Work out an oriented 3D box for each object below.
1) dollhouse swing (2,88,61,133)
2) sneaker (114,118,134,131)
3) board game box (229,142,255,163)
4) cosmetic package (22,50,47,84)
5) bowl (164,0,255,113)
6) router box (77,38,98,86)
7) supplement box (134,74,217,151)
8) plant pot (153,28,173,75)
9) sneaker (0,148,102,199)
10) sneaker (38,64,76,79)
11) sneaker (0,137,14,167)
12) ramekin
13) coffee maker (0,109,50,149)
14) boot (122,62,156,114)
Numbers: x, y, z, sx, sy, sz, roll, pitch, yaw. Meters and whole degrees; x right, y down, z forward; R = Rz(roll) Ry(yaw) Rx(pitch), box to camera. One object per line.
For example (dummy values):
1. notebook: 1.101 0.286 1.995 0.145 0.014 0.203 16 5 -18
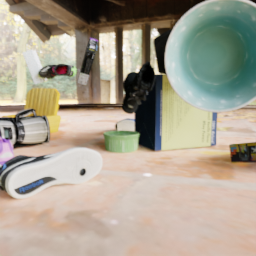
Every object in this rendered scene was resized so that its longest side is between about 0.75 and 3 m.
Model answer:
1. dollhouse swing: -5.113 -0.915 14.574 2.621 2.304 2.382 5 9 26
2. sneaker: -0.147 -0.110 14.432 1.849 0.745 1.354 -5 8 -33
3. board game box: 4.354 0.624 8.025 2.139 0.607 1.768 -4 -4 -24
4. cosmetic package: -4.155 -2.710 12.549 0.474 1.384 1.835 -18 15 -9
5. bowl: 2.424 -1.923 7.609 2.781 2.781 1.455 2 16 12
6. router box: -1.704 -2.780 11.804 0.408 1.597 1.191 15 41 -13
7. supplement box: 1.825 -0.656 10.900 2.709 2.712 1.821 -3 8 -23
8. plant pot: 1.786 -2.545 9.463 1.502 1.693 1.689 -5 12 25
9. sneaker: -1.860 0.863 6.536 2.338 0.854 1.308 -9 12 -43
10. sneaker: -2.961 -2.372 11.425 1.662 0.638 0.696 -4 -5 16
11. sneaker: -3.838 0.646 7.869 2.167 0.958 0.872 5 10 39
12. ramekin: -0.247 0.496 10.157 1.305 0.638 1.305 0 8 0
13. coffee maker: -4.260 0.261 10.429 2.036 1.371 1.956 -7 -21 -48
14. boot: 0.274 -1.192 7.168 0.556 1.503 1.232 18 -36 -12
